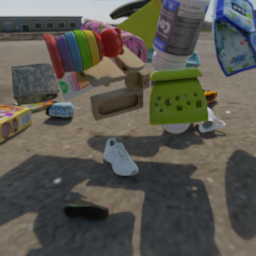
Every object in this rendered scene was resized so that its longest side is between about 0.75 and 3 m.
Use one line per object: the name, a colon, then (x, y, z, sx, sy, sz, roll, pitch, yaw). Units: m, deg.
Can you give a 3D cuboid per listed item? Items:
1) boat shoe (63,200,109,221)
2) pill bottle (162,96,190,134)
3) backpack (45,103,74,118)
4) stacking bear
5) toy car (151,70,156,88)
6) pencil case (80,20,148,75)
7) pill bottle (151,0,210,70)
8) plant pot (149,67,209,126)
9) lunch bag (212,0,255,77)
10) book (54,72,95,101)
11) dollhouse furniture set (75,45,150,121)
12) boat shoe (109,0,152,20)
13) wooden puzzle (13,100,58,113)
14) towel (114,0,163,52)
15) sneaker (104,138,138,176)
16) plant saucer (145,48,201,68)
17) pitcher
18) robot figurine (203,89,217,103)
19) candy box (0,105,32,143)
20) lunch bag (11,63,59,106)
boat shoe: (-0.812, 1.582, 5.523, 0.902, 0.341, 0.333, 5, 20, 10)
pill bottle: (1.820, -0.566, 9.955, 1.009, 1.009, 1.799, 8, 24, 18)
backpack: (-2.550, -0.673, 10.809, 0.958, 0.736, 0.781, 21, 17, 13)
stacking bear: (-0.681, -1.314, 4.674, 1.240, 0.753, 0.705, -18, 22, -12)
toy car: (1.834, -2.444, 14.345, 1.424, 1.662, 1.899, -29, 12, 23)
pencil case: (-0.459, -2.136, 7.284, 0.987, 0.945, 2.282, 14, 18, -40)
pill bottle: (1.359, -2.625, 7.765, 1.199, 2.108, 1.199, 8, 38, -6)
plant pot: (1.185, -0.836, 6.997, 1.397, 1.274, 1.404, -5, 10, 6)
lunch bag: (3.309, -3.120, 8.876, 1.414, 2.220, 1.887, -18, 43, 34)
book: (-1.086, -1.079, 6.181, 0.932, 0.622, 0.224, -30, 31, -21)
dollhouse furniture set: (-0.165, -0.683, 5.752, 1.530, 1.609, 1.311, -17, 41, -19)
boat shoe: (0.392, -4.815, 11.571, 2.377, 0.745, 0.863, -18, 10, 4)
wooden puzzle: (-4.010, -1.026, 12.244, 2.312, 0.162, 1.371, 16, 27, 34)
towel: (0.860, -3.581, 9.583, 2.982, 1.283, 0.269, -40, 15, -15)
sneaker: (-0.237, 0.750, 7.258, 0.526, 0.600, 1.496, -11, 26, -29)
plant saucer: (1.234, -2.679, 10.568, 2.869, 0.272, 1.003, 7, 39, -2)
pitcher: (2.838, -0.298, 9.853, 0.937, 0.662, 1.092, 3, 31, -2)
robot figurine: (3.240, -1.363, 12.594, 1.323, 0.531, 1.824, 17, 27, 36)
candy box: (-4.469, -0.089, 9.236, 1.403, 0.679, 2.405, 7, 24, 14)
lunch bag: (-2.354, -1.131, 7.200, 1.099, 0.901, 0.646, -9, -19, -8)
